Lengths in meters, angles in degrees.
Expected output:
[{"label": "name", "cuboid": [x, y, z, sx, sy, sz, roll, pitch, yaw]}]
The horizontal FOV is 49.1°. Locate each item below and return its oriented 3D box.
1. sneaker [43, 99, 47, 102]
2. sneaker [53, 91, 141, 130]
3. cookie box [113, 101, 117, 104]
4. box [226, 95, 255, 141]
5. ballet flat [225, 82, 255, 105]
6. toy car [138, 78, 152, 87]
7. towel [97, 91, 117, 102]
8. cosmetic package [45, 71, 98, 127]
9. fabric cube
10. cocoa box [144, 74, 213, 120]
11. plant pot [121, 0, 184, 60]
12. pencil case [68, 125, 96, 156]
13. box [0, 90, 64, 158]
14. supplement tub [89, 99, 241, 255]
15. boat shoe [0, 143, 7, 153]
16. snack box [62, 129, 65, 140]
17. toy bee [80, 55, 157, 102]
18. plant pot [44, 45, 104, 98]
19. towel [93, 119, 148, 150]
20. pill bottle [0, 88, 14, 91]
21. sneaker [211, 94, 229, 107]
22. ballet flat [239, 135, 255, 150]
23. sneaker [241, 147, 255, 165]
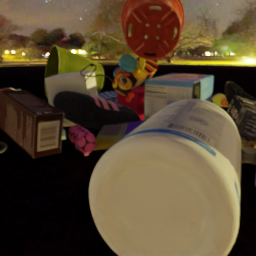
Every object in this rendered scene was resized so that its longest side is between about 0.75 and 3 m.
[{"label": "sneaker", "cuboid": [-3.662, -0.847, 11.796, 1.665, 0.698, 0.639, -3, 5, -2]}, {"label": "sneaker", "cuboid": [-1.054, -0.536, 9.575, 2.969, 1.041, 1.218, 19, 13, -13]}, {"label": "cookie box", "cuboid": [-0.328, -0.894, 12.582, 0.952, 0.418, 1.113, 2, 16, 8]}, {"label": "box", "cuboid": [4.211, 0.048, 7.420, 2.916, 0.716, 2.351, 21, 18, 7]}, {"label": "ballet flat", "cuboid": [4.419, -0.967, 10.572, 0.822, 0.962, 2.893, -15, 34, -1]}, {"label": "toy car", "cuboid": [1.184, -1.708, 13.041, 1.501, 1.442, 1.828, 6, 1, -25]}, {"label": "towel", "cuboid": [-1.066, -1.807, 15.448, 2.994, 0.357, 2.168, -11, 19, -17]}, {"label": "cosmetic package", "cuboid": [-2.043, -1.121, 10.621, 1.520, 1.828, 1.529, -4, 17, 7]}, {"label": "fabric cube", "cuboid": [0.398, -0.901, 11.068, 1.285, 1.281, 1.261, -13, 22, -38]}, {"label": "cocoa box", "cuboid": [1.734, -0.915, 9.320, 1.621, 1.595, 2.431, 9, 19, 28]}, {"label": "plant pot", "cuboid": [0.678, -2.882, 7.896, 1.977, 1.977, 1.923, 1, 30, 5]}, {"label": "pencil case", "cuboid": [-1.355, 0.326, 7.996, 0.588, 0.607, 1.297, -10, 16, -20]}, {"label": "box", "cuboid": [-2.733, -0.195, 7.701, 0.873, 1.167, 2.330, -10, 28, -44]}, {"label": "supplement tub", "cuboid": [0.817, 0.657, 4.513, 1.898, 1.898, 2.878, 6, 16, 21]}, {"label": "boat shoe", "cuboid": [-3.859, 0.566, 7.520, 0.509, 0.397, 1.121, 4, 14, 30]}, {"label": "snack box", "cuboid": [-2.921, 0.067, 9.363, 1.104, 0.353, 1.901, -9, 18, -29]}, {"label": "toy bee", "cuboid": [-0.004, -1.452, 8.666, 2.468, 1.341, 1.615, -27, -15, -7]}, {"label": "plant pot", "cuboid": [-3.047, -3.018, 16.258, 2.856, 2.967, 2.967, 3, 13, -30]}, {"label": "towel", "cuboid": [-0.026, 0.161, 8.199, 1.975, 0.225, 1.418, -7, 25, 20]}, {"label": "pill bottle", "cuboid": [-5.204, -1.019, 11.621, 1.183, 1.183, 2.110, 6, 17, 19]}, {"label": "sneaker", "cuboid": [4.783, -1.285, 13.579, 1.657, 0.647, 0.748, -6, 19, -21]}, {"label": "ballet flat", "cuboid": [2.742, 0.176, 7.706, 1.871, 0.598, 0.708, 11, 31, -14]}, {"label": "sneaker", "cuboid": [2.998, 0.709, 7.178, 1.193, 0.444, 0.519, 13, 11, 16]}]
